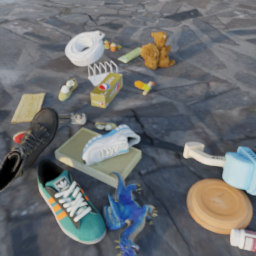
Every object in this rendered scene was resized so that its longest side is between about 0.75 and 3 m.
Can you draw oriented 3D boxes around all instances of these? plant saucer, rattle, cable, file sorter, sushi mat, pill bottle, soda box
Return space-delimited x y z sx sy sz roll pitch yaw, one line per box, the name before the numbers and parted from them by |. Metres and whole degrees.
plant saucer | 2.650 2.177 8.143 1.836 0.296 1.836 1 38 0
rattle | 0.767 -2.003 13.057 0.754 0.687 1.055 16 39 9
cable | -2.148 -3.941 13.965 1.892 0.655 1.891 9 65 22
file sorter | -1.246 -2.755 13.966 1.298 0.808 0.901 -16 42 -20
sushi mat | -4.288 -0.885 12.138 1.023 0.129 2.139 -2 39 -3
pill bottle | 3.075 2.864 7.122 0.832 0.475 0.475 9 39 10
soda box | -0.941 -1.762 12.814 0.704 0.666 2.080 13 40 16

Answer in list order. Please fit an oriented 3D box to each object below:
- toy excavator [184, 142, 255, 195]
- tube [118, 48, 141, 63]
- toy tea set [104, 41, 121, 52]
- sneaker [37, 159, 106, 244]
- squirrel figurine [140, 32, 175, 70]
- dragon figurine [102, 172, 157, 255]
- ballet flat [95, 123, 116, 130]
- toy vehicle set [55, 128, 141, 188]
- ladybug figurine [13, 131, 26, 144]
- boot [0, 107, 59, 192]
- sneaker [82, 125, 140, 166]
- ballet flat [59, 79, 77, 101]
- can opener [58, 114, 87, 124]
toy excavator | 3.040 1.070 8.392 2.351 1.174 2.286 6 20 -5
tube | 0.174 -4.150 16.092 1.584 0.411 0.460 -36 12 -31
toy tea set | -1.049 -5.120 17.223 1.259 0.466 0.749 26 45 29
sneaker | -1.708 1.940 7.712 1.018 1.139 2.851 -33 51 -31
squirrel figurine | 1.550 -4.133 14.916 1.900 1.773 1.344 -31 48 -33
dragon figurine | -0.191 2.177 7.521 1.383 0.819 2.782 -13 50 -32
ballet flat | -0.900 -0.036 10.925 0.870 0.308 0.308 7 39 17
toy vehicle set | -1.028 0.931 9.667 2.567 0.340 1.595 21 43 24
ladybug figurine | -3.781 0.376 10.210 0.784 0.532 0.282 -10 46 -41
boot | -2.907 0.587 8.189 0.900 2.599 2.262 28 1 -8
sneaker | -0.497 0.613 9.101 2.148 0.805 0.931 -32 41 -31
ballet flat | -2.823 -1.828 13.046 0.529 0.529 1.497 11 40 13
can opener | -2.464 -0.389 11.416 1.546 0.412 0.517 2 6 3
